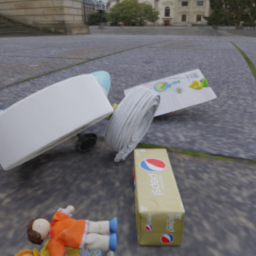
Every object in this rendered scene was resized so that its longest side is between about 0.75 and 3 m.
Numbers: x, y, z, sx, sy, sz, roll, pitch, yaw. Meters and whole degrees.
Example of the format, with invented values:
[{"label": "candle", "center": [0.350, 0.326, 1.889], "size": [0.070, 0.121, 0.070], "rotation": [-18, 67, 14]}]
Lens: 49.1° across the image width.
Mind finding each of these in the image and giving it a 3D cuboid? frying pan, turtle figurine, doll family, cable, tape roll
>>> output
[{"label": "frying pan", "center": [-1.279, 0.367, 7.587], "size": [1.095, 0.178, 0.662], "rotation": [8, 47, 33]}, {"label": "turtle figurine", "center": [-0.573, -0.625, 9.869], "size": [1.159, 0.373, 0.935], "rotation": [-12, 21, 18]}, {"label": "doll family", "center": [-0.827, 1.986, 3.177], "size": [1.319, 0.958, 2.125], "rotation": [5, 39, -7]}, {"label": "cable", "center": [0.135, -0.184, 6.859], "size": [0.603, 1.740, 1.741], "rotation": [31, 36, 16]}, {"label": "tape roll", "center": [-1.683, -0.127, 6.215], "size": [2.688, 0.940, 2.688], "rotation": [-30, 2, 1]}]

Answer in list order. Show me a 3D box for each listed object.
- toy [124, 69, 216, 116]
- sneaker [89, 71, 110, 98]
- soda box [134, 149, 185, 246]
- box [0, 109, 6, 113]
[{"label": "toy", "center": [1.422, -1.017, 9.823], "size": [2.831, 0.668, 1.630], "rotation": [-18, 48, 3]}, {"label": "sneaker", "center": [-1.605, -1.027, 8.931], "size": [2.851, 1.054, 1.168], "rotation": [-9, 46, 36]}, {"label": "soda box", "center": [0.481, 1.150, 5.190], "size": [0.713, 0.674, 2.104], "rotation": [0, 22, -1]}, {"label": "box", "center": [-4.405, -0.357, 9.299], "size": [1.065, 0.185, 0.586], "rotation": [-7, 40, -16]}]
